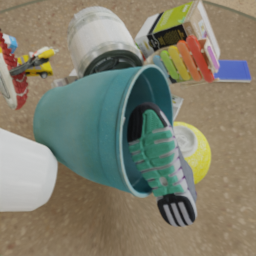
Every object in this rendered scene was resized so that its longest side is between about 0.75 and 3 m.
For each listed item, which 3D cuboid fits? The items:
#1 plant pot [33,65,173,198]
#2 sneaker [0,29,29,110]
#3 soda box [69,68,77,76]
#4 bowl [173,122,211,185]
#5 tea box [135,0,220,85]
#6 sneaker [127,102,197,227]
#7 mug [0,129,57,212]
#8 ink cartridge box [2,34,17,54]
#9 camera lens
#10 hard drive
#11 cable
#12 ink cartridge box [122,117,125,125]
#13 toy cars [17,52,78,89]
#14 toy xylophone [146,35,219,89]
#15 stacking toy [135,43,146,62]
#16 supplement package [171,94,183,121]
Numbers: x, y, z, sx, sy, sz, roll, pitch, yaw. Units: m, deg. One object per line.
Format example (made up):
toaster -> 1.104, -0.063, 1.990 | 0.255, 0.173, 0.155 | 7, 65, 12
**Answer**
plant pot -> -0.679, 0.000, 7.040 | 2.818, 2.999, 2.999 | 4, 55, 27
sneaker -> -3.668, -1.756, 7.494 | 1.176, 1.114, 2.862 | -27, 98, 4
soda box -> -2.123, -1.056, 10.619 | 1.021, 0.954, 2.998 | 22, 60, 13
bowl -> 1.660, 0.674, 9.336 | 2.423, 1.304, 2.423 | 0, 59, 0
tea box -> 1.474, -2.367, 8.092 | 1.761, 1.790, 1.196 | -4, 46, 38
sneaker -> 0.865, 0.747, 6.543 | 1.087, 2.922, 1.279 | -14, 10, 26
mug -> -2.727, 0.845, 6.275 | 1.964, 1.916, 2.392 | 17, 22, -26
ink cartridge box -> -4.050, -2.523, 8.541 | 1.013, 0.735, 0.424 | 9, 48, -49
camera lens -> -0.747, -2.256, 8.523 | 1.943, 1.943, 2.429 | -16, 54, -10
hard drive -> 4.246, -2.425, 11.913 | 1.687, 0.214, 1.113 | 1, 58, 1
cable -> -2.618, -1.787, 7.388 | 0.806, 0.417, 1.659 | 4, 27, 29
ink cartridge box -> -0.840, -0.221, 7.134 | 1.018, 1.407, 0.593 | 19, 90, -22
toy cars -> -2.311, -1.645, 8.651 | 2.767, 0.613, 1.241 | 25, 45, -4
toy xylophone -> 1.512, -1.586, 7.244 | 1.490, 2.035, 0.511 | 51, 60, -21
stacking toy -> 0.589, -2.643, 9.283 | 0.356, 0.842, 0.762 | 16, 56, -37
supplement package -> 1.047, -0.647, 8.597 | 0.984, 0.741, 0.747 | 25, 33, 9
